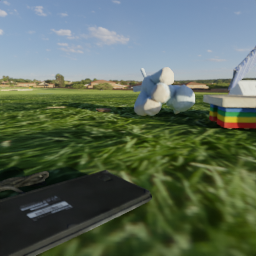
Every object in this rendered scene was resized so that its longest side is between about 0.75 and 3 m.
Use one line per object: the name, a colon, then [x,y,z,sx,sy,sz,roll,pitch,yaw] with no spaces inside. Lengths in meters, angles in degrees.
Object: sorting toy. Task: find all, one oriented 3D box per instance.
sorting toy: [3.960,-0.541,8.929,2.620,0.917,2.635,1,9,4]

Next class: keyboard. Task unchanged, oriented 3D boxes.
keyboard: [-0.911,0.759,2.699,1.372,0.222,2.158,16,16,41]

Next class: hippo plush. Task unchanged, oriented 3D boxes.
hippo plush: [1.571,-1.221,12.067,2.158,2.137,2.683,24,-2,-24]

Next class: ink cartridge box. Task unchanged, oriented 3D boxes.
ink cartridge box: [4.993,-1.142,11.185,1.898,0.813,1.401,-3,-34,-12]

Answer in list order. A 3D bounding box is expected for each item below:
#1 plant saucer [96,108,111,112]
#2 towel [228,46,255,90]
plant saucer: [-1.209,-0.881,13.892,0.760,0.131,0.760,-1,8,0]
towel: [4.103,-2.262,9.511,0.227,1.907,1.381,41,-8,21]
